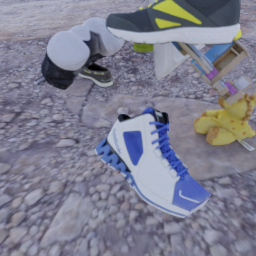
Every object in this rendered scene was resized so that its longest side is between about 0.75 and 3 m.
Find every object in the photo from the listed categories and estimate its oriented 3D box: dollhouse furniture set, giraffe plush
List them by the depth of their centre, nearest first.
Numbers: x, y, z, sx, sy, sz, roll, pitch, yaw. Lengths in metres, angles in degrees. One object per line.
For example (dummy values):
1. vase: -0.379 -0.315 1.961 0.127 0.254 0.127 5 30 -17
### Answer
1. dollhouse furniture set: 2.180 -1.891 6.930 1.969 1.285 1.858 25 27 -51
2. giraffe plush: 3.016 -0.406 8.188 1.883 1.527 1.624 30 45 34

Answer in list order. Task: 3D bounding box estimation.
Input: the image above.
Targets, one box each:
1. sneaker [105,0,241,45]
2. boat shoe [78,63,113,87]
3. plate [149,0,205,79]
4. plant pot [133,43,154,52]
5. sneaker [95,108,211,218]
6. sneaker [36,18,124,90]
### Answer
1. sneaker: 0.942 -2.489 6.060 2.930 1.240 1.091 5 24 11
2. boat shoe: -1.457 -2.409 11.638 2.200 0.662 0.784 31 46 35
3. plate: 1.749 -3.237 8.501 0.455 2.810 2.816 26 52 35
4. plant pot: 0.802 -4.558 14.240 1.085 1.044 1.085 0 36 0
5. sneaker: 0.456 0.396 4.865 2.256 1.303 0.911 34 21 28
6. sneaker: -1.246 -1.847 7.084 0.997 1.503 2.642 52 42 -4
